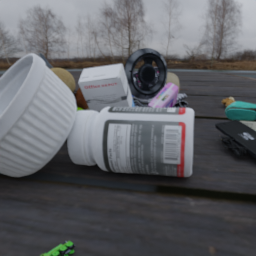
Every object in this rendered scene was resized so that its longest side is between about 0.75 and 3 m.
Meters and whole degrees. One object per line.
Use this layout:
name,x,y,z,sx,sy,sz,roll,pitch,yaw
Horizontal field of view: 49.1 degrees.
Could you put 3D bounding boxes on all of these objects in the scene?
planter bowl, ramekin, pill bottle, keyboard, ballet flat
planter bowl,2.014,-1.980,15.200,1.730,1.730,1.165,-2,55,-8
ramekin,-2.469,-0.201,6.501,1.454,2.771,2.771,40,-10,-34
pill bottle,0.118,0.289,6.634,2.764,1.574,1.574,2,15,13
keyboard,3.325,0.452,8.146,1.250,0.476,2.402,-8,23,-10
ballet flat,4.400,-0.500,9.276,2.215,0.746,0.780,13,40,27

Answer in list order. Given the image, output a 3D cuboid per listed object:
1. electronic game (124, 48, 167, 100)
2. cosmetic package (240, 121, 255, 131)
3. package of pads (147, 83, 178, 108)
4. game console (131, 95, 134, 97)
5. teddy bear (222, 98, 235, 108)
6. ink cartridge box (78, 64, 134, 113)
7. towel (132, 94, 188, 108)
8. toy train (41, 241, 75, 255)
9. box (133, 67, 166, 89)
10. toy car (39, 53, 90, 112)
electronic game,0.722,-2.127,11.137,2.027,2.027,0.422,-8,16,-27
cosmetic package,3.827,0.070,9.139,0.354,0.524,0.997,20,-4,-30
package of pads,1.285,-0.898,10.313,0.543,0.865,1.435,29,60,23
game console,-0.116,-1.297,13.263,0.914,1.071,0.633,-5,14,21
teddy bear,5.409,-1.280,14.628,1.069,0.492,1.474,10,18,25
ink cartridge box,-0.559,-0.924,8.071,1.189,1.644,0.692,-5,45,13
towel,1.316,-0.985,12.255,1.902,0.983,2.297,-7,11,-21
toy train,-1.084,1.793,3.824,0.228,0.169,0.810,-1,11,39
box,0.598,-2.178,14.239,2.311,1.326,1.527,-11,8,30
toy car,-2.396,-1.207,9.184,1.903,2.412,1.982,-24,29,20
